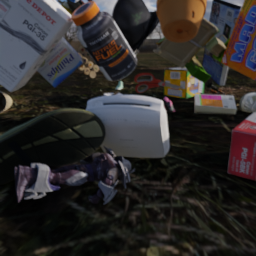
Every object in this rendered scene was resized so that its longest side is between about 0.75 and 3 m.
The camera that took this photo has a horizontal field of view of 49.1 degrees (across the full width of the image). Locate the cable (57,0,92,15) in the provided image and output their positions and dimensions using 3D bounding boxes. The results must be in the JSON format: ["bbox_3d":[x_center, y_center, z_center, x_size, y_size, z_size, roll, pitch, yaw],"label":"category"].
[{"bbox_3d":[-1.282,-3.547,9.201,1.199,2.469,0.621,-45,1,-25],"label":"cable"}]

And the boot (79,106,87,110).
[{"bbox_3d":[-1.348,-0.691,10.878,1.010,0.459,1.202,14,28,26],"label":"boot"}]

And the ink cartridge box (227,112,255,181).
[{"bbox_3d":[3.769,0.541,6.001,2.623,1.087,1.925,13,22,35],"label":"ink cartridge box"}]

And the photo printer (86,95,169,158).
[{"bbox_3d":[0.041,-0.004,6.436,1.746,2.099,0.729,2,62,11],"label":"photo printer"}]

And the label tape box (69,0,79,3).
[{"bbox_3d":[-1.403,-3.344,6.457,0.868,0.401,1.212,23,31,-7],"label":"label tape box"}]

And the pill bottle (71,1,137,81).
[{"bbox_3d":[-0.691,-2.427,7.883,1.122,2.112,1.122,-22,41,20],"label":"pill bottle"}]

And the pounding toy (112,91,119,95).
[{"bbox_3d":[-0.428,-0.748,10.137,1.723,0.988,0.985,8,22,15],"label":"pounding toy"}]

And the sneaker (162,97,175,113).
[{"bbox_3d":[1.513,-0.867,11.629,0.630,0.522,1.321,-22,18,1],"label":"sneaker"}]

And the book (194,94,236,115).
[{"bbox_3d":[3.545,-1.016,11.505,1.590,0.382,1.062,4,39,10],"label":"book"}]

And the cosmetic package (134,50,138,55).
[{"bbox_3d":[-0.062,-3.610,11.237,1.191,2.349,0.837,-7,48,-48],"label":"cosmetic package"}]

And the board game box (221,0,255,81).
[{"bbox_3d":[3.740,-2.058,6.880,1.726,1.724,1.724,5,27,-19],"label":"board game box"}]

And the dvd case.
[{"bbox_3d":[3.297,-3.129,10.204,0.236,2.694,1.922,-3,32,-6],"label":"dvd case"}]

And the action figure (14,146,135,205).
[{"bbox_3d":[-0.947,0.915,5.467,2.346,0.814,1.527,-4,11,-23],"label":"action figure"}]

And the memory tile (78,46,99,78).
[{"bbox_3d":[-1.581,-2.511,10.798,1.106,0.848,0.093,32,-9,-34],"label":"memory tile"}]

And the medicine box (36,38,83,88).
[{"bbox_3d":[-2.391,-2.265,8.959,1.274,1.398,0.720,-40,29,8],"label":"medicine box"}]

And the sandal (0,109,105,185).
[{"bbox_3d":[-1.890,0.273,5.684,2.887,1.146,0.824,-18,28,5],"label":"sandal"}]

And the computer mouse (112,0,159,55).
[{"bbox_3d":[0.366,-3.486,9.452,0.747,1.963,2.835,37,9,17],"label":"computer mouse"}]

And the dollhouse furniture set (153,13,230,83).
[{"bbox_3d":[1.864,-2.576,8.272,2.315,1.516,1.162,19,39,-35],"label":"dollhouse furniture set"}]

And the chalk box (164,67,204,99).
[{"bbox_3d":[3.132,-2.473,14.918,1.436,1.429,2.309,15,22,42],"label":"chalk box"}]

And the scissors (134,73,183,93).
[{"bbox_3d":[1.150,-1.603,9.813,2.043,0.747,0.142,-6,36,-19],"label":"scissors"}]

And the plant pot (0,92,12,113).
[{"bbox_3d":[-5.248,-1.069,11.593,0.942,0.942,1.006,1,5,3],"label":"plant pot"}]

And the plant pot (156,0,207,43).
[{"bbox_3d":[1.080,-2.291,5.807,1.055,0.739,1.055,6,-21,2],"label":"plant pot"}]

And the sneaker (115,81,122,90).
[{"bbox_3d":[-0.552,-2.516,16.562,0.298,0.478,0.811,7,20,15],"label":"sneaker"}]

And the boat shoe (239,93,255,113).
[{"bbox_3d":[5.910,-1.104,11.445,2.751,1.014,0.882,-10,26,-18],"label":"boat shoe"}]

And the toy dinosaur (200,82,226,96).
[{"bbox_3d":[4.009,-1.372,12.736,1.295,0.974,1.908,21,0,-11],"label":"toy dinosaur"}]

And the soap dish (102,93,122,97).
[{"bbox_3d":[-0.635,-1.303,12.846,0.846,0.437,1.076,-7,20,-21],"label":"soap dish"}]

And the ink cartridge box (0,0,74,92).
[{"bbox_3d":[-3.038,-2.593,7.633,1.891,2.581,1.068,40,16,-13],"label":"ink cartridge box"}]
